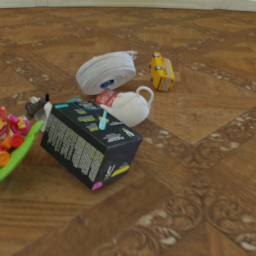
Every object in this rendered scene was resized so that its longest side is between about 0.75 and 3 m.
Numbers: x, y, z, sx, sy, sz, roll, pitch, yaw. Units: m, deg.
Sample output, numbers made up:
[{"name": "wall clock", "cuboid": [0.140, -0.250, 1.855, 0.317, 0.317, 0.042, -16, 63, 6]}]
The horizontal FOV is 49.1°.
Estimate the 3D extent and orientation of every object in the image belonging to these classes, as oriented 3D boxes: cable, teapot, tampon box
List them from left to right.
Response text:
[{"name": "tampon box", "cuboid": [-1.208, 0.445, 9.155, 2.549, 1.609, 1.910, 35, 26, 26]}, {"name": "cable", "cuboid": [-1.078, -2.598, 13.773, 2.910, 2.911, 1.008, -15, 77, -41]}, {"name": "teapot", "cuboid": [-0.013, -0.931, 11.883, 1.771, 1.294, 1.748, -42, 30, -23]}]

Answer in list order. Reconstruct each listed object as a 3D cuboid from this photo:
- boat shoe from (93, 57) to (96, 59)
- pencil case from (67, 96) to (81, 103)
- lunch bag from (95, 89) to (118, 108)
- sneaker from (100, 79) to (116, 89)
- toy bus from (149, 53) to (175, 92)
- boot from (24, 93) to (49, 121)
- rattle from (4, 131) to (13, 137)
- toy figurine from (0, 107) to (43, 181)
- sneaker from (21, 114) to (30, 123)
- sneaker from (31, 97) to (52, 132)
[{"name": "boat shoe", "cuboid": [-0.970, -3.417, 15.151, 0.820, 0.871, 2.424, 1, 9, 27]}, {"name": "pencil case", "cuboid": [-2.227, -0.468, 12.011, 0.984, 0.906, 2.129, -7, 35, -7]}, {"name": "lunch bag", "cuboid": [-0.958, -1.360, 13.598, 0.964, 0.448, 1.094, 25, 54, 14]}, {"name": "sneaker", "cuboid": [-0.998, -2.179, 13.713, 0.838, 0.345, 0.310, -22, 78, -7]}, {"name": "toy bus", "cuboid": [1.853, -3.189, 15.681, 1.073, 0.892, 2.741, 10, 40, -8]}, {"name": "boot", "cuboid": [-3.695, -0.986, 11.569, 1.213, 0.483, 1.394, -41, 34, 9]}, {"name": "rattle", "cuboid": [-4.693, 0.088, 10.015, 1.283, 1.971, 1.408, -35, 13, -36]}, {"name": "toy figurine", "cuboid": [-4.256, -0.016, 8.509, 1.974, 2.421, 2.630, -20, 33, 45]}, {"name": "sneaker", "cuboid": [-4.451, -0.271, 11.827, 0.952, 0.383, 0.364, -30, 15, 39]}, {"name": "sneaker", "cuboid": [-3.558, -0.592, 12.313, 0.938, 0.890, 2.331, 11, 31, -43]}]
